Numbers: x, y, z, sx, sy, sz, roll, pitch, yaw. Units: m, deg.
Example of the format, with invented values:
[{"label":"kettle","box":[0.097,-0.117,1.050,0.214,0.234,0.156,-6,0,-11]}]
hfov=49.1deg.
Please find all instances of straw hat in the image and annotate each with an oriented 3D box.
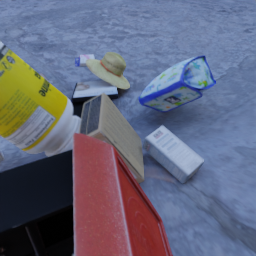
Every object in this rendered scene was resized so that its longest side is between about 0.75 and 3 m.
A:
[{"label":"straw hat","box":[-0.482,-2.045,9.093,1.668,0.706,1.668,27,28,-16]}]

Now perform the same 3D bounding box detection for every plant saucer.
[{"label":"plant saucer","box":[0.163,1.677,3.707,0.497,2.706,2.711,-24,39,8]}]

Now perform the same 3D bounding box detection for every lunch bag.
[{"label":"lunch bag","box":[1.331,-1.164,7.746,1.516,1.136,1.783,-23,2,43]}]

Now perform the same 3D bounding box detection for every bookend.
[{"label":"bookend","box":[-1.419,1.645,4.117,2.133,2.120,0.983,-17,40,-22]}]

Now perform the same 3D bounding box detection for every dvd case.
[{"label":"dvd case","box":[-1.034,-1.189,8.779,1.324,0.163,1.855,-5,23,-4]}]

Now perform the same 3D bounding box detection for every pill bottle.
[{"label":"pill bottle","box":[-2.096,-0.404,5.706,1.442,2.565,1.442,-32,33,25]}]

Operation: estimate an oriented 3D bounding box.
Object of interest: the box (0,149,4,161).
[{"label":"box","box":[-3.357,0.426,6.452,0.629,1.078,0.324,-22,53,-18]}]

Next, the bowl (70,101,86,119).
[{"label":"bowl","box":[-1.256,-0.055,7.609,2.248,0.441,2.248,0,39,0]}]

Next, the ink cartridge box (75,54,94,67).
[{"label":"ink cartridge box","box":[-1.709,-2.665,11.011,0.755,0.163,0.741,-4,40,-7]}]

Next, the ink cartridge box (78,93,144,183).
[{"label":"ink cartridge box","box":[-0.332,0.292,6.190,0.634,1.689,1.391,-25,35,19]}]

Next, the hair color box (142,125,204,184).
[{"label":"hair color box","box":[1.043,0.601,6.599,0.650,0.398,1.313,-34,64,-31]}]
